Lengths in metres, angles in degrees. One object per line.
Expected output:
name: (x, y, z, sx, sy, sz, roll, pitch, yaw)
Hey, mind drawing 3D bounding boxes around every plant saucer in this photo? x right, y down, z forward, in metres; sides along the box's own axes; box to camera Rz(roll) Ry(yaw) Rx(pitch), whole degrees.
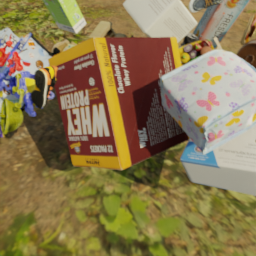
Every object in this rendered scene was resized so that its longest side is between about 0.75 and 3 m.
plant saucer: (3.838, -2.109, 8.717, 0.252, 1.377, 1.377, 5, 34, -34)

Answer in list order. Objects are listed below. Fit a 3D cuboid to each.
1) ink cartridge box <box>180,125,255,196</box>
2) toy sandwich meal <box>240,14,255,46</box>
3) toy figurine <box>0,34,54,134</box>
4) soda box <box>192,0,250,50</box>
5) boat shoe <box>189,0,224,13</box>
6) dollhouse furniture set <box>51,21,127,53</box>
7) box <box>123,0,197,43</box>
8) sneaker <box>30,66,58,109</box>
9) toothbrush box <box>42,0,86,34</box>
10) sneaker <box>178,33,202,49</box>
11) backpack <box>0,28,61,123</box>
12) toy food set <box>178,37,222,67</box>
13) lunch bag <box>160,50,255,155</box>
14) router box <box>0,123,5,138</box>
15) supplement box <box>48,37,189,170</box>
ink cartridge box: (2.356, 0.190, 6.144, 1.609, 0.928, 2.217, 5, 51, 39)
toy sandwich meal: (4.295, -3.394, 9.793, 0.396, 1.157, 1.157, 22, 46, 14)
toy figurine: (-2.136, -0.843, 6.230, 1.318, 1.161, 2.200, 16, 40, -45)
soda box: (3.558, -4.325, 10.983, 0.940, 2.956, 1.011, 12, 60, -10)
boat shoe: (2.660, -4.274, 9.414, 1.330, 0.471, 0.604, -35, 34, -25)
dollhouse furniture set: (-0.729, -2.674, 9.616, 2.954, 1.642, 2.612, 24, 76, 39)
box: (1.097, -3.884, 9.570, 1.691, 1.456, 1.699, 16, 38, -54)
sneaker: (-1.676, -0.827, 5.771, 0.377, 1.077, 0.485, 42, 49, 10)
toothbrush box: (-2.529, -4.629, 10.945, 1.167, 1.603, 0.690, 27, 68, 34)
sneaker: (2.235, -3.360, 11.575, 1.802, 1.026, 0.680, 1, 32, 22)
backpack: (-3.384, -1.339, 7.676, 2.487, 1.916, 2.369, -18, 51, 42)
toy food set: (2.102, -2.258, 8.313, 1.381, 0.451, 0.812, -15, 80, 15)
lunch bag: (1.677, -0.563, 5.133, 1.707, 1.085, 1.448, -30, 56, -7)
router box: (-5.654, -0.391, 10.654, 1.751, 0.582, 2.227, -11, 43, -13)
supplement box: (-0.070, -0.686, 7.038, 2.758, 2.720, 1.831, -18, 10, -43)
